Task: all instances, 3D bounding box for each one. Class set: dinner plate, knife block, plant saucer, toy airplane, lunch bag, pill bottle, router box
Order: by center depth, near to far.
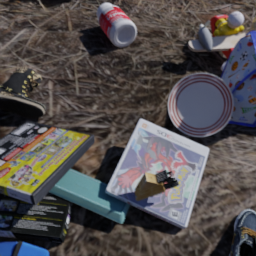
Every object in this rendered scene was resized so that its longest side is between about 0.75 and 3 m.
[{"bbox_3d":[0.765,1.536,7.330,0.930,1.059,0.339,17,32,-17],"label":"knife block"},{"bbox_3d":[-2.580,2.260,7.704,1.986,0.507,1.482,5,50,4],"label":"router box"},{"bbox_3d":[-1.307,1.710,7.934,2.875,0.273,1.005,20,33,8],"label":"plant saucer"},{"bbox_3d":[2.366,-0.751,9.268,2.113,0.256,2.113,0,91,20],"label":"dinner plate"},{"bbox_3d":[4.138,-1.666,9.664,1.595,2.575,2.189,7,49,6],"label":"lunch bag"},{"bbox_3d":[4.350,-3.776,11.792,2.885,2.045,2.898,28,56,22],"label":"toy airplane"},{"bbox_3d":[-0.636,-4.941,13.272,1.291,1.291,2.300,-20,53,-16],"label":"pill bottle"}]

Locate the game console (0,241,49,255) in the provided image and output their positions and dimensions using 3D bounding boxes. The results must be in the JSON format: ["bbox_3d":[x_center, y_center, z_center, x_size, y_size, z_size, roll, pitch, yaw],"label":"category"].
[{"bbox_3d":[-2.822,3.610,6.818,1.225,0.849,1.436,28,49,-18],"label":"game console"}]

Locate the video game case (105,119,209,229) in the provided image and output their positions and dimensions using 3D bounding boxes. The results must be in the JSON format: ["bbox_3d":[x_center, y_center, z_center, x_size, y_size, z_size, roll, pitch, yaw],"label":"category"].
[{"bbox_3d":[0.944,1.217,8.211,2.385,0.301,2.617,24,60,4],"label":"video game case"}]

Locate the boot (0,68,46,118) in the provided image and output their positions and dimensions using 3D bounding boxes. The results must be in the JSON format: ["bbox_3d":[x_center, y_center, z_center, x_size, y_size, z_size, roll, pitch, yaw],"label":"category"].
[{"bbox_3d":[-3.865,-1.378,10.572,2.416,0.884,1.819,12,51,18],"label":"boot"}]

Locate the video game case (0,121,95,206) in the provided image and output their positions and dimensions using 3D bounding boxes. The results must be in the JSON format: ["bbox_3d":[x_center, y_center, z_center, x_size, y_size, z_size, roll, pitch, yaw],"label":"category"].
[{"bbox_3d":[-2.863,0.813,8.250,2.672,0.377,2.956,11,33,21],"label":"video game case"}]

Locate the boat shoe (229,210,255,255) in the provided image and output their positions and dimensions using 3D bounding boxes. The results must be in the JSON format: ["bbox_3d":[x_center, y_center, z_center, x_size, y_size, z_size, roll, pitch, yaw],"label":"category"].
[{"bbox_3d":[3.017,2.795,7.013,0.684,0.878,1.934,21,53,17],"label":"boat shoe"}]
